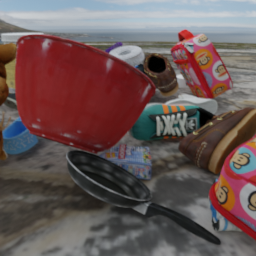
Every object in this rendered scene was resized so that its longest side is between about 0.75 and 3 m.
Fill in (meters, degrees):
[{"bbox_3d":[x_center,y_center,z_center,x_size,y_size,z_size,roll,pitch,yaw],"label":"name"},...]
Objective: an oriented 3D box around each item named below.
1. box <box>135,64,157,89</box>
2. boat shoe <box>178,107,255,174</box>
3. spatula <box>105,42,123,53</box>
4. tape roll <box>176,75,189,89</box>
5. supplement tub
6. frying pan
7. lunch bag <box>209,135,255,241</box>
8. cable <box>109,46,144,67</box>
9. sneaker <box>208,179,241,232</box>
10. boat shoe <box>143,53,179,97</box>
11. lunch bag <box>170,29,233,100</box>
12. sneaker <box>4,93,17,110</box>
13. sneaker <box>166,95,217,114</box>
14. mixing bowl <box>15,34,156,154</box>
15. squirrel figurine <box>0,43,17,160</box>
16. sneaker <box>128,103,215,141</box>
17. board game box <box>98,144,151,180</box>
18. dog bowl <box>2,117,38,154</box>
[{"bbox_3d":[-0.062,-1.984,11.305,2.351,0.680,2.958,22,31,13],"label":"box"},{"bbox_3d":[2.234,0.065,6.481,0.987,0.988,2.808,26,32,35],"label":"boat shoe"},{"bbox_3d":[-1.181,-2.821,12.201,0.254,2.470,0.698,43,10,7],"label":"spatula"},{"bbox_3d":[2.901,-2.226,13.394,1.275,0.446,1.275,0,20,0],"label":"tape roll"},{"bbox_3d":[-3.929,-2.370,10.903,1.789,2.461,1.789,0,21,0],"label":"supplement tub"},{"bbox_3d":[0.111,1.077,4.629,2.596,0.423,1.570,28,5,2],"label":"frying pan"},{"bbox_3d":[2.600,0.927,4.045,2.118,0.985,2.405,35,37,32],"label":"lunch bag"},{"bbox_3d":[-0.085,-2.783,11.004,1.424,0.493,1.424,-3,35,17],"label":"cable"},{"bbox_3d":[1.559,1.241,4.434,0.476,0.411,1.098,11,28,4],"label":"sneaker"},{"bbox_3d":[1.095,-2.248,10.293,0.999,0.998,2.838,-32,34,7],"label":"boat shoe"},{"bbox_3d":[2.559,-2.426,10.424,1.205,2.591,2.942,-29,11,6],"label":"lunch bag"},{"bbox_3d":[-4.085,-1.084,10.147,1.305,0.488,0.693,25,48,30],"label":"sneaker"},{"bbox_3d":[1.695,-0.638,8.966,2.036,0.750,1.176,-5,15,-29],"label":"sneaker"},{"bbox_3d":[-1.002,-0.402,5.481,2.820,1.527,2.820,16,-8,2],"label":"mixing bowl"},{"bbox_3d":[-3.505,-0.307,6.149,2.656,2.479,1.880,-28,-14,37],"label":"squirrel figurine"},{"bbox_3d":[1.233,-0.176,7.210,2.592,0.925,1.036,-13,17,-35],"label":"sneaker"},{"bbox_3d":[-0.112,0.653,5.917,1.153,0.356,1.154,1,21,1],"label":"board game box"},{"bbox_3d":[-2.465,-0.024,6.953,0.901,0.400,1.616,2,37,28],"label":"dog bowl"}]
